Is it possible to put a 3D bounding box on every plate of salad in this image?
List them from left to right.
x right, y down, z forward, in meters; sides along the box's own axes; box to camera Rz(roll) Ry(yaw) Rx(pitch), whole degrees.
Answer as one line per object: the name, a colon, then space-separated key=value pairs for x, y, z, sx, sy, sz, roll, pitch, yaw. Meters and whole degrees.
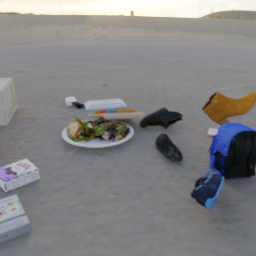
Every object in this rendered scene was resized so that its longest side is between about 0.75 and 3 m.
plate of salad: x=-1.238 y=0.032 z=11.480 sx=2.927 sy=0.703 sz=2.927 roll=0 pitch=22 yaw=0

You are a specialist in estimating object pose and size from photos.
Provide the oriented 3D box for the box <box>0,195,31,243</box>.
box: x=-3.053 y=2.206 z=6.783 sx=1.026 sy=0.271 sz=1.316 roll=-14 pitch=25 yaw=-30

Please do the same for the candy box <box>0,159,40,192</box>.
candy box: x=-3.395 y=1.415 z=8.532 sx=1.071 sy=0.383 sz=0.898 roll=-20 pitch=30 yaw=-39

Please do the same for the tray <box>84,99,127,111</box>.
tray: x=-1.255 y=-1.329 z=15.377 sx=2.217 sy=0.246 sz=1.190 roll=-6 pitch=24 yaw=-14

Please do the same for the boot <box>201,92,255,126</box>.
boot: x=3.376 y=-0.852 z=9.312 sx=1.197 sy=1.672 sz=0.588 roll=38 pitch=17 yaw=-18

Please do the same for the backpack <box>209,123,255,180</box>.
backpack: x=3.213 y=0.623 z=8.704 sx=1.292 sy=1.590 sz=1.334 roll=-4 pitch=24 yaw=-22

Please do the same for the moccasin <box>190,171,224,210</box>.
moccasin: x=2.057 y=1.477 z=7.260 sx=0.638 sy=0.753 sz=1.872 roll=25 pitch=9 yaw=19

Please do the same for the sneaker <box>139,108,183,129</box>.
sneaker: x=1.448 y=-0.300 z=12.345 sx=1.781 sy=0.535 sz=0.929 roll=-30 pitch=59 yaw=-12

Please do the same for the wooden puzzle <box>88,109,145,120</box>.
wooden puzzle: x=-0.576 y=-0.665 z=12.732 sx=1.992 sy=0.401 sz=2.153 roll=-3 pitch=7 yaw=-25

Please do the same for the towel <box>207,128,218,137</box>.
towel: x=3.761 y=0.226 z=11.758 sx=0.776 sy=0.125 sz=0.741 roll=10 pitch=25 yaw=21

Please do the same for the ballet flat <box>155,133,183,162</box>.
ballet flat: x=1.436 y=0.725 z=10.271 sx=0.533 sy=0.623 sz=1.876 roll=39 pitch=10 yaw=-23

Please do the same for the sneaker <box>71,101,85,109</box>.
sneaker: x=-2.755 y=-1.231 z=15.062 sx=0.810 sy=0.286 sz=0.402 roll=12 pitch=20 yaw=18

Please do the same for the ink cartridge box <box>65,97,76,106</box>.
ink cartridge box: x=-3.185 y=-1.461 z=15.611 sx=0.516 sy=0.297 sz=0.881 roll=-8 pitch=23 yaw=-18

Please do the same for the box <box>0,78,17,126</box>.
box: x=-6.356 y=-1.279 z=13.380 sx=1.422 sy=1.669 sz=2.610 roll=-4 pitch=23 yaw=-10
